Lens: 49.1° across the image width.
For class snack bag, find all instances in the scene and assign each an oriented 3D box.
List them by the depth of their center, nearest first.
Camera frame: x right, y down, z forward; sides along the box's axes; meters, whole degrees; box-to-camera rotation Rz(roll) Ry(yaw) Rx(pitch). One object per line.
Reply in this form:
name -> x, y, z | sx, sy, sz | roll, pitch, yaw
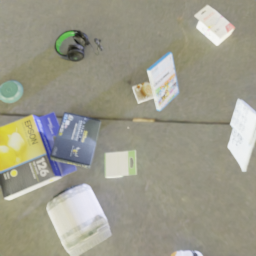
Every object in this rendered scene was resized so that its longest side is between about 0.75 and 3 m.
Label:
snack bag -> 3.846, 0.202, 9.526 | 0.212, 1.869, 1.982 | 6, 113, -1

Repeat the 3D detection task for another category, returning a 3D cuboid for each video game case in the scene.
video game case -> 1.228, -1.554, 9.565 | 0.148, 1.657, 1.186 | 21, 53, 40

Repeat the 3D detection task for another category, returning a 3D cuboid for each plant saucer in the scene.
plant saucer -> -5.054, -1.587, 11.965 | 1.068, 0.192, 1.068 | 0, 72, 0

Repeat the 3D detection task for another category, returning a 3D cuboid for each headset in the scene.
headset -> -2.190, -3.643, 12.166 | 2.293, 1.077, 1.416 | 14, 73, 16

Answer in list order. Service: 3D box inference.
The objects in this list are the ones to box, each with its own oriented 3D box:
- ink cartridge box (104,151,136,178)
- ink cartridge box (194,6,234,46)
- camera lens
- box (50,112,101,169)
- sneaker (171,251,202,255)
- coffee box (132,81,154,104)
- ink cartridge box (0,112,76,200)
ink cartridge box -> -0.265, 1.379, 10.621 | 1.291, 0.310, 0.940 | -7, 74, 18
ink cartridge box -> 3.848, -4.689, 12.779 | 0.960, 0.556, 1.648 | -40, 78, -12
camera lens -> -1.703, 3.117, 9.650 | 1.654, 1.654, 2.067 | -28, 74, -9
box -> -2.001, 0.469, 10.883 | 1.543, 0.499, 1.956 | 15, 65, -6
sneaker -> 2.265, 5.531, 9.193 | 1.234, 1.065, 2.816 | -9, 73, -3
coffee box -> 0.866, -1.539, 11.438 | 1.221, 0.487, 0.698 | -21, 87, 0
ink cartridge box -> -3.822, 0.963, 10.919 | 2.782, 0.654, 2.749 | -24, 74, -6
